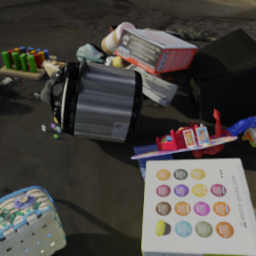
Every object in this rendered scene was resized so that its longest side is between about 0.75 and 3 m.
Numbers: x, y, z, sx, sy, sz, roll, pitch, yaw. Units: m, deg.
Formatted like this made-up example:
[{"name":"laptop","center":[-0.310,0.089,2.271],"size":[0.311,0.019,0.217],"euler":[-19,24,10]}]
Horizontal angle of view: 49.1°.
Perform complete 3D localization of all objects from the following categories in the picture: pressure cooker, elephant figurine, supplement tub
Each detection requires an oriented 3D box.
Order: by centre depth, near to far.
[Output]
[{"name":"pressure cooker","center":[-0.960,-0.764,7.934],"size":[2.495,2.194,2.228],"euler":[7,4,-8]},{"name":"elephant figurine","center":[-2.251,-1.409,9.202],"size":[1.104,1.423,1.007],"euler":[-9,42,-45]},{"name":"supplement tub","center":[1.403,-2.589,10.094],"size":[0.888,1.660,0.888],"euler":[13,22,-5]}]

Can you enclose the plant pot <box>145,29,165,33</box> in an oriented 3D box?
[{"name":"plant pot","center":[1.062,-3.164,11.355],"size":[1.315,1.486,1.484],"euler":[-9,15,-24]}]

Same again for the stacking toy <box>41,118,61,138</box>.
[{"name":"stacking toy","center":[-2.278,-0.003,8.855],"size":[0.759,0.178,0.572],"euler":[28,48,28]}]

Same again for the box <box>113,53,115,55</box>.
[{"name":"box","center":[0.334,-3.696,12.983],"size":[1.966,0.405,1.533],"euler":[21,45,24]}]

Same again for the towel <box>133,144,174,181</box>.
[{"name":"towel","center":[0.791,0.939,7.757],"size":[1.024,0.169,1.414],"euler":[-9,41,-11]}]

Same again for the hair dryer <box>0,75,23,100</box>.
[{"name":"hair dryer","center":[-5.155,-1.267,10.185],"size":[1.802,0.643,2.366],"euler":[13,34,37]}]

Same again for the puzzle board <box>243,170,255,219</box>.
[{"name":"puzzle board","center":[2.638,1.843,6.641],"size":[1.647,0.190,2.186],"euler":[6,42,11]}]

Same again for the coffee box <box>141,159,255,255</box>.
[{"name":"coffee box","center":[1.239,1.854,5.244],"size":[1.786,1.806,1.803],"euler":[-2,42,10]}]

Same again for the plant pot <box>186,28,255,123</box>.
[{"name":"plant pot","center":[3.108,-1.526,9.179],"size":[2.061,2.323,2.318],"euler":[-13,41,3]}]

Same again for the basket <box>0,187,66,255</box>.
[{"name":"basket","center":[-2.221,1.960,5.750],"size":[1.729,1.364,1.961],"euler":[-28,17,-30]}]

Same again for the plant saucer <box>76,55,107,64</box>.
[{"name":"plant saucer","center":[-1.031,-1.946,7.941],"size":[0.874,0.083,0.305],"euler":[15,11,20]}]

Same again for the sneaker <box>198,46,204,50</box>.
[{"name":"sneaker","center":[3.239,-2.877,11.689],"size":[1.168,0.858,2.582],"euler":[17,40,40]}]

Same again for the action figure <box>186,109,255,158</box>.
[{"name":"action figure","center":[2.803,-0.201,7.976],"size":[2.713,0.885,1.343],"euler":[-33,77,-6]}]

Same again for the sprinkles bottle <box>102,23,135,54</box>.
[{"name":"sprinkles bottle","center":[-0.356,-3.029,9.613],"size":[0.632,0.632,1.853],"euler":[-19,10,-21]}]

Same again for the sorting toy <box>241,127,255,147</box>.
[{"name":"sorting toy","center":[3.947,0.459,8.049],"size":[1.151,0.615,1.036],"euler":[-9,55,-35]}]

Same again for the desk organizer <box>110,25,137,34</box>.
[{"name":"desk organizer","center":[-0.223,-4.961,14.353],"size":[1.390,0.535,0.498],"euler":[-15,43,-16]}]

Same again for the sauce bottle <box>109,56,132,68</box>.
[{"name":"sauce bottle","center":[-0.275,-1.984,8.549],"size":[0.417,0.417,1.264],"euler":[-21,13,-22]}]

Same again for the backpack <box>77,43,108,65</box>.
[{"name":"backpack","center":[-1.418,-2.718,10.858],"size":[1.150,0.960,0.728],"euler":[43,53,10]}]

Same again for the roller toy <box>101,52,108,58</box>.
[{"name":"roller toy","center":[-1.179,-2.799,11.670],"size":[0.720,0.789,0.551],"euler":[-22,42,-17]}]

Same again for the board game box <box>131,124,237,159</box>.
[{"name":"board game box","center":[1.305,0.258,6.906],"size":[2.569,0.500,2.030],"euler":[-12,-2,31]}]

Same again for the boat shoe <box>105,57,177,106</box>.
[{"name":"boat shoe","center":[0.510,-1.942,9.589],"size":[2.746,1.171,1.014],"euler":[37,20,17]}]

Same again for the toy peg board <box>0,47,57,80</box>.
[{"name":"toy peg board","center":[-4.200,-2.935,11.726],"size":[1.755,0.858,1.748],"euler":[11,43,11]}]

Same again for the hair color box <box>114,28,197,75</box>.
[{"name":"hair color box","center":[0.873,-2.198,7.971],"size":[1.324,0.763,2.387],"euler":[33,28,22]}]

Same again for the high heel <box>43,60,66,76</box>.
[{"name":"high heel","center":[-1.675,-2.101,10.601],"size":[2.801,1.000,1.996],"euler":[35,55,18]}]

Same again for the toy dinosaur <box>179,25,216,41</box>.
[{"name":"toy dinosaur","center":[3.677,-4.754,14.165],"size":[2.159,0.512,0.951],"euler":[11,56,13]}]
